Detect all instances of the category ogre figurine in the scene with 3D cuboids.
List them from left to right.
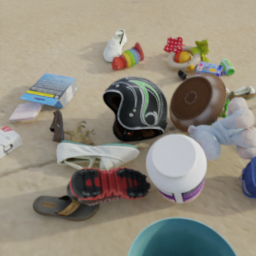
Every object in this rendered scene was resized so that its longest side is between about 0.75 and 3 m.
[{"bbox_3d":[3.182,-0.351,10.710,1.045,1.743,0.855,11,-2,26],"label":"ogre figurine"}]

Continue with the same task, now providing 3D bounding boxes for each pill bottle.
[{"bbox_3d":[1.323,1.119,7.564,1.497,2.662,1.497,-5,66,11],"label":"pill bottle"}]

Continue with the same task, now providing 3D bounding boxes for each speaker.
[{"bbox_3d":[4.927,-3.034,13.935,0.458,0.458,1.036,-4,43,-4],"label":"speaker"}]

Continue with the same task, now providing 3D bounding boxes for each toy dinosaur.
[{"bbox_3d":[-1.861,0.181,10.307,1.799,0.523,0.909,18,57,18],"label":"toy dinosaur"}]

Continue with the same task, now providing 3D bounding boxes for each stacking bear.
[{"bbox_3d":[-0.106,-3.450,14.083,1.663,1.010,0.946,-31,95,-18],"label":"stacking bear"}]

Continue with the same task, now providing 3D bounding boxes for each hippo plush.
[{"bbox_3d":[2.938,0.058,9.159,1.880,1.863,2.338,-14,32,7],"label":"hippo plush"}]

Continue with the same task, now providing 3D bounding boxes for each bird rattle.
[{"bbox_3d":[2.818,-3.745,14.190,2.519,1.419,2.053,19,62,24],"label":"bird rattle"}]

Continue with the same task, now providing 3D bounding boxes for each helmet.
[{"bbox_3d":[0.255,-0.743,9.942,2.268,2.268,2.162,-5,72,-5],"label":"helmet"}]

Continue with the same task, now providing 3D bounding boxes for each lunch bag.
[{"bbox_3d":[4.207,1.592,8.432,1.635,1.082,1.111,9,60,9],"label":"lunch bag"}]

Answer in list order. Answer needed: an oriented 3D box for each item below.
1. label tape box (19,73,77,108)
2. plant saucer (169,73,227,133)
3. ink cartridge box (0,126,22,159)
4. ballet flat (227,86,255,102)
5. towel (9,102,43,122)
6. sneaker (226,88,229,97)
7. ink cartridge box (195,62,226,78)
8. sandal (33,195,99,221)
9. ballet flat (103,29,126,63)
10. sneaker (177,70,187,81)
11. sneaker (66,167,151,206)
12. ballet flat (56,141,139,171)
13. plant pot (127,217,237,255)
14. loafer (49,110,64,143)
[{"bbox_3d":[-3.333,-1.435,11.975,1.556,0.683,2.158,12,42,12],"label":"label tape box"},{"bbox_3d":[2.454,-1.049,10.562,0.450,2.462,2.462,27,24,-41],"label":"plant saucer"},{"bbox_3d":[-4.543,0.555,9.977,0.841,0.483,1.158,29,50,28],"label":"ink cartridge box"},{"bbox_3d":[5.068,-1.546,12.223,1.552,0.561,0.526,-11,44,-12],"label":"ballet flat"},{"bbox_3d":[-4.081,-0.648,11.289,1.096,0.185,1.148,-6,37,10],"label":"towel"},{"bbox_3d":[3.769,-1.727,12.518,1.420,0.532,0.640,23,38,14],"label":"sneaker"},{"bbox_3d":[3.990,-2.679,13.518,1.335,0.510,0.911,16,45,14],"label":"ink cartridge box"},{"bbox_3d":[-1.780,2.191,8.079,1.893,0.517,0.774,10,41,-4],"label":"sandal"},{"bbox_3d":[-0.720,-4.598,15.309,0.969,0.969,2.791,9,44,10],"label":"ballet flat"},{"bbox_3d":[2.510,-2.511,13.167,0.303,1.008,0.526,-38,77,7],"label":"sneaker"},{"bbox_3d":[-0.603,1.706,8.115,2.621,1.280,0.926,7,63,-34],"label":"sneaker"},{"bbox_3d":[-1.054,1.023,9.289,2.795,0.971,0.971,3,42,8],"label":"ballet flat"},{"bbox_3d":[1.115,3.392,6.058,2.347,1.581,2.347,0,42,0],"label":"plant pot"},{"bbox_3d":[-2.605,-0.071,10.124,0.488,0.503,1.376,-4,57,-19],"label":"loafer"}]
